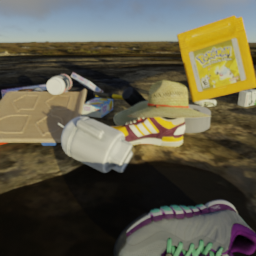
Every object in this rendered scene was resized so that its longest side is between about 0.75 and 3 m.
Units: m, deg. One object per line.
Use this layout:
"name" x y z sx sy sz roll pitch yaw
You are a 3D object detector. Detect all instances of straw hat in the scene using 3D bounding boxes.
"straw hat" 1.171 -0.850 8.202 2.477 1.048 2.477 -1 5 0

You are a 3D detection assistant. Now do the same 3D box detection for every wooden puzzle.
"wooden puzzle" -2.885 -0.290 8.871 2.995 0.693 2.774 -3 35 1

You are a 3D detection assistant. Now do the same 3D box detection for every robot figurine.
"robot figurine" -0.809 0.375 6.622 1.836 1.557 1.037 24 58 16

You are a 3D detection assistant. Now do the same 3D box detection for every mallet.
"mallet" -0.563 -1.270 10.779 2.721 0.560 0.896 16 -16 40

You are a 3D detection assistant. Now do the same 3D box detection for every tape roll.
"tape roll" 2.083 -0.362 10.027 1.663 0.549 1.663 -2 20 1

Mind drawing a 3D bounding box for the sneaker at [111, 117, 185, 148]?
"sneaker" 0.431 -0.093 8.355 2.498 1.125 0.936 2 17 -2

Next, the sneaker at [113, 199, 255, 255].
"sneaker" 0.917 1.610 3.934 2.168 0.807 0.949 -8 25 -24

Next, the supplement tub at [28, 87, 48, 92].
"supplement tub" -3.169 -0.930 10.844 1.164 1.164 1.899 -18 25 -42

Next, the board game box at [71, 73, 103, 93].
"board game box" -1.887 -2.016 12.880 1.153 0.238 1.156 31 0 30

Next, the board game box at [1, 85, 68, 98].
"board game box" -4.668 -1.642 14.011 2.434 0.501 2.428 -17 25 -41

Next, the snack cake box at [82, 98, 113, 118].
"snack cake box" -1.250 -0.859 11.673 0.834 0.487 1.450 8 20 14

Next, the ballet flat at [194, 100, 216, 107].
"ballet flat" 3.428 -1.086 12.463 0.961 0.334 0.334 1 18 12

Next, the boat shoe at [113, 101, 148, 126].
"boat shoe" 0.329 -0.385 9.893 1.916 0.635 0.716 -25 71 -24

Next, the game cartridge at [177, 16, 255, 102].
"game cartridge" 3.196 -2.470 10.224 2.322 2.634 0.427 -13 6 22

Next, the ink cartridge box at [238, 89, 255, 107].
"ink cartridge box" 5.555 -1.378 12.959 0.934 0.685 0.388 -13 23 -31

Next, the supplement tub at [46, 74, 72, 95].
"supplement tub" -2.327 -1.464 9.470 0.590 0.590 0.840 4 21 12
